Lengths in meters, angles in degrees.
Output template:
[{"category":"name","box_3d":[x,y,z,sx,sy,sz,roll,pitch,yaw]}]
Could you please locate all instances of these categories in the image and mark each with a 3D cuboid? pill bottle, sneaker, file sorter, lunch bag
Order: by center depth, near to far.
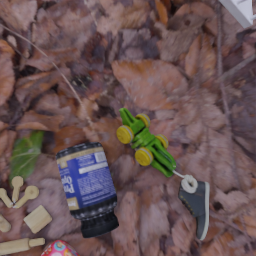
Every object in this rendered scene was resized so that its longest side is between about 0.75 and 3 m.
[{"category":"file sorter","box_3d":[2.416,-3.850,5.374,2.985,1.859,2.071,20,68,-41]},{"category":"lunch bag","box_3d":[-1.609,3.595,6.703,1.431,0.586,1.260,40,71,15]},{"category":"pill bottle","box_3d":[-0.944,1.484,6.851,1.179,1.179,2.108,-17,82,-2]},{"category":"sneaker","box_3d":[1.633,2.071,7.148,0.757,0.533,1.425,5,73,6]}]

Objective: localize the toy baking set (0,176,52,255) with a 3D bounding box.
[{"category":"toy baking set","box_3d":[-3.206,2.307,7.218,2.439,0.284,1.872,-15,79,-2]}]

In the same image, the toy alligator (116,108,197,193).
[{"category":"toy alligator","box_3d":[0.614,0.656,7.225,0.921,0.667,2.778,-35,82,-37]}]
